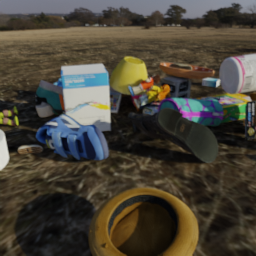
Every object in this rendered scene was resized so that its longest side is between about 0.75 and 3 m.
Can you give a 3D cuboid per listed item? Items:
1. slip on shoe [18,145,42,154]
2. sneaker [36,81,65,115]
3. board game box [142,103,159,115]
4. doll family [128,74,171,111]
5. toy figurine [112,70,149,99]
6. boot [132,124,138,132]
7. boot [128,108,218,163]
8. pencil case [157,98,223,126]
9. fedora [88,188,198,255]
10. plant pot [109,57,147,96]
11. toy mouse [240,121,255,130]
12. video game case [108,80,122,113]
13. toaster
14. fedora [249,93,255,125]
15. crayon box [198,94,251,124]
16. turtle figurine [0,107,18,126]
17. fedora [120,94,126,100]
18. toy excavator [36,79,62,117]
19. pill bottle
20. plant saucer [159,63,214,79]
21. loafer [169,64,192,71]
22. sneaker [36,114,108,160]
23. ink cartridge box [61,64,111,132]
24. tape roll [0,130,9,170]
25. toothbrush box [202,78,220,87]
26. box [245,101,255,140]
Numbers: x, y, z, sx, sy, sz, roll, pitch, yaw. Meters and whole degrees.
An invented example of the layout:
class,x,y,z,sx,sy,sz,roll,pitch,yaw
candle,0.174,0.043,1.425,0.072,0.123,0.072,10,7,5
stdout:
class,x,y,z,sx,sy,sz,roll,pitch,yaw
slip on shoe,-3.109,0.662,8.927,0.763,0.290,0.231,-8,30,-1
sneaker,-2.544,-0.997,12.033,2.874,1.148,1.026,22,7,-4
board game box,1.483,-0.671,11.600,1.843,0.569,1.844,-15,24,-33
doll family,1.045,-1.334,12.095,1.606,1.166,2.588,-26,-10,0
toy figurine,0.336,-2.050,14.071,1.519,2.024,1.863,-37,60,7
boot,0.508,-0.053,10.634,0.683,0.272,0.785,3,24,0
boot,1.369,0.168,8.925,2.560,0.886,2.229,37,-14,-14
pencil case,2.336,-0.546,10.166,2.604,1.108,1.203,-5,10,-36
fedora,0.271,1.979,5.069,2.038,0.831,2.038,-1,30,1
plant pot,0.106,-2.350,12.188,1.736,1.232,1.736,10,31,-6
toy mouse,4.622,0.029,10.247,1.148,0.222,1.021,8,19,-36
video game case,-0.870,-1.462,12.699,1.145,1.599,0.144,7,-20,15
toaster,2.213,-1.696,13.148,0.908,1.383,1.530,24,33,38
fedora,5.002,-0.428,10.214,0.807,1.980,1.980,-47,30,2
crayon box,4.212,-0.891,12.024,2.442,0.711,1.450,-11,25,-24
turtle figurine,-5.090,-0.274,10.658,1.639,0.654,2.032,-6,42,-16
fedora,-0.847,-1.610,13.706,1.835,0.748,1.835,3,29,-2
toy excavator,-3.175,-1.438,13.056,2.597,1.297,2.525,-26,32,-21
pill bottle,5.078,-2.199,11.067,2.519,1.428,1.428,-10,24,-11
plant saucer,2.767,-2.714,13.394,2.575,0.416,2.575,6,18,-2
loafer,2.435,-2.756,12.999,1.094,0.414,0.374,13,18,18
sneaker,-1.741,0.419,8.583,1.212,1.090,2.947,-24,27,-37
ink cartridge box,-1.594,-1.098,10.538,1.625,2.247,1.654,-6,24,-10
tape roll,-4.692,0.751,7.996,2.325,0.813,2.325,0,22,0
toothbrush box,4.977,-2.733,16.844,0.877,0.374,0.642,14,27,30
box,4.090,-0.215,9.407,0.280,1.217,0.967,1,-7,20
